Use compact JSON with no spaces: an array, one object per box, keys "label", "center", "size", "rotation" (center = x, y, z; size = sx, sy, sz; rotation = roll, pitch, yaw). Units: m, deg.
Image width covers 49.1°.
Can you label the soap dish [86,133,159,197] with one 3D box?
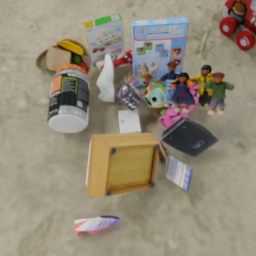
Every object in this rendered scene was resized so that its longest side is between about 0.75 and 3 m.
[{"label":"soap dish","center":[-0.107,1.217,9.327],"size":[2.536,1.995,1.030],"rotation":[-1,13,-39]}]

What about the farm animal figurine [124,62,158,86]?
[{"label":"farm animal figurine","center":[0.516,-2.006,10.866],"size":[1.161,0.605,1.148],"rotation":[7,62,29]}]

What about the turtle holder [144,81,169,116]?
[{"label":"turtle holder","center":[1.231,-1.232,11.649],"size":[0.958,1.349,1.025],"rotation":[-38,40,-16]}]

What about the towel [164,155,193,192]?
[{"label":"towel","center":[1.751,1.596,9.948],"size":[0.145,0.893,1.216],"rotation":[-5,22,-35]}]

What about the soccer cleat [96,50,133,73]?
[{"label":"soccer cleat","center":[-0.408,-3.086,12.652],"size":[2.211,0.759,0.942],"rotation":[-30,48,-19]}]

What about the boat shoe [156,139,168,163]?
[{"label":"boat shoe","center":[1.336,0.907,10.904],"size":[0.379,0.380,1.054],"rotation":[4,47,-32]}]

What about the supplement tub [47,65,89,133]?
[{"label":"supplement tub","center":[-2.343,-1.192,11.227],"size":[1.546,1.546,2.523],"rotation":[-1,62,-1]}]

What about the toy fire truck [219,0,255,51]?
[{"label":"toy fire truck","center":[5.592,-5.131,12.811],"size":[1.554,2.328,2.772],"rotation":[-33,68,-16]}]

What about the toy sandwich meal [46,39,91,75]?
[{"label":"toy sandwich meal","center":[-2.508,-2.846,11.793],"size":[1.965,1.965,0.673],"rotation":[18,33,9]}]

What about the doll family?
[{"label":"doll family","center":[2.296,-1.509,10.093],"size":[2.984,1.725,1.171],"rotation":[5,23,27]}]

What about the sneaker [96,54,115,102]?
[{"label":"sneaker","center":[-0.946,-2.067,11.712],"size":[0.801,0.703,2.000],"rotation":[0,101,3]}]

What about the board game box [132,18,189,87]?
[{"label":"board game box","center":[1.238,-3.004,11.479],"size":[2.112,2.792,0.511],"rotation":[-4,45,-2]}]

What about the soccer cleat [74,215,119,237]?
[{"label":"soccer cleat","center":[-1.050,3.328,9.546],"size":[1.558,0.531,0.570],"rotation":[-7,64,1]}]

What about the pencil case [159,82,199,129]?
[{"label":"pencil case","center":[2.287,-0.824,11.304],"size":[2.215,1.005,1.037],"rotation":[-48,31,-18]}]

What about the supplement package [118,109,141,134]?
[{"label":"supplement package","center":[0.045,-0.155,11.275],"size":[0.784,0.558,1.006],"rotation":[-7,64,-3]}]

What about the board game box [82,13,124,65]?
[{"label":"board game box","center":[-1.023,-3.807,12.254],"size":[1.622,2.120,0.427],"rotation":[-18,61,-9]}]

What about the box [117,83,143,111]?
[{"label":"box","center":[0.064,-1.298,11.292],"size":[0.641,0.738,1.118],"rotation":[-45,25,15]}]

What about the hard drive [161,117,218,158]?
[{"label":"hard drive","center":[2.225,0.339,10.195],"size":[1.948,1.314,0.412],"rotation":[27,35,-32]}]

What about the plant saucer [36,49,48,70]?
[{"label":"plant saucer","center":[-3.596,-3.132,12.816],"size":[1.338,0.197,1.338],"rotation":[-10,58,15]}]
